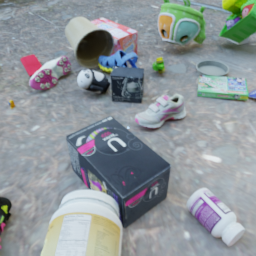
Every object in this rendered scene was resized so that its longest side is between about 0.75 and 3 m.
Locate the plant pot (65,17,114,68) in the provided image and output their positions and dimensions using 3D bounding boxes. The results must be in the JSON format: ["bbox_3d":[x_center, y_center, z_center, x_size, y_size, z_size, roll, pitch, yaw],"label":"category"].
[{"bbox_3d":[-1.888,-4.006,12.624,1.931,1.931,1.768,-22,57,-24],"label":"plant pot"}]

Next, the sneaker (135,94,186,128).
[{"bbox_3d":[1.112,-0.659,9.632,2.022,0.892,0.822,-21,37,-25],"label":"sneaker"}]

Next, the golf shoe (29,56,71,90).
[{"bbox_3d":[-3.391,-2.254,11.814,1.035,0.852,2.261,3,36,35],"label":"golf shoe"}]

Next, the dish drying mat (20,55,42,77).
[{"bbox_3d":[-4.402,-2.854,12.878,0.732,0.173,1.905,-20,45,-21],"label":"dish drying mat"}]

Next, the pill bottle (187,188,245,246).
[{"bbox_3d":[2.050,2.088,6.585,0.718,0.718,1.279,-23,45,-24],"label":"pill bottle"}]

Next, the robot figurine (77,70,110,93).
[{"bbox_3d":[-1.339,-1.814,10.945,1.293,0.807,0.971,10,-3,-37],"label":"robot figurine"}]

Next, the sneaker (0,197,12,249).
[{"bbox_3d":[-3.153,2.134,6.258,1.232,1.039,2.817,-31,44,-23],"label":"sneaker"}]

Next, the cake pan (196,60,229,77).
[{"bbox_3d":[3.735,-2.583,12.471,1.431,0.262,1.431,0,40,0],"label":"cake pan"}]

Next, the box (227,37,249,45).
[{"bbox_3d":[5.926,-4.909,15.054,0.706,0.493,0.928,-18,43,-20],"label":"box"}]

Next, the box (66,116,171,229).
[{"bbox_3d":[-0.310,1.028,7.351,1.531,1.328,2.504,-28,48,-29],"label":"box"}]

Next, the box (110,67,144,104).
[{"bbox_3d":[-0.013,-1.628,10.636,1.184,1.164,0.734,5,40,7],"label":"box"}]

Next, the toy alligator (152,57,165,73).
[{"bbox_3d":[1.343,-2.840,12.552,0.521,0.569,1.920,-11,23,11],"label":"toy alligator"}]

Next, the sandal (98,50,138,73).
[{"bbox_3d":[-0.345,-2.819,11.976,2.445,1.065,0.972,24,33,37],"label":"sandal"}]

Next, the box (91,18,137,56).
[{"bbox_3d":[-0.899,-4.337,13.783,1.349,1.244,2.628,-32,50,-32],"label":"box"}]

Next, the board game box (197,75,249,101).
[{"bbox_3d":[3.772,-1.636,11.251,1.885,0.274,1.268,7,42,12],"label":"board game box"}]

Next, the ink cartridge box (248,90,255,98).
[{"bbox_3d":[6.407,-1.700,10.340,2.851,0.629,2.904,-27,28,-24],"label":"ink cartridge box"}]

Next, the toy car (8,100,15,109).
[{"bbox_3d":[-4.820,-0.738,10.158,0.632,0.428,1.288,24,46,26],"label":"toy car"}]

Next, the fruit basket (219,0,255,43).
[{"bbox_3d":[5.270,-5.626,13.402,2.608,2.608,1.881,23,73,25],"label":"fruit basket"}]

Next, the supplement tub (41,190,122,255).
[{"bbox_3d":[-0.902,2.468,5.487,1.543,1.543,2.137,2,40,2],"label":"supplement tub"}]

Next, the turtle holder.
[{"bbox_3d":[2.601,-5.022,13.721,2.038,1.904,2.682,21,15,27],"label":"turtle holder"}]
